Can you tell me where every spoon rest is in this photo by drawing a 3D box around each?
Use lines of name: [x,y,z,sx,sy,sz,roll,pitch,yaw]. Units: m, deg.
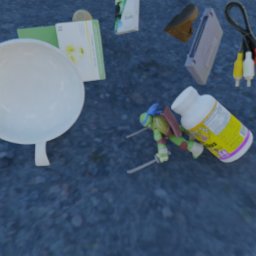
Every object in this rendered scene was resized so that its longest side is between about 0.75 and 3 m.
spoon rest: [-2.920,0.254,9.923,1.122,0.685,2.259,-4,46,-3]

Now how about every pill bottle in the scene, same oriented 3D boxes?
pill bottle: [2.654,-0.146,9.100,2.569,1.339,1.339,41,50,-7]

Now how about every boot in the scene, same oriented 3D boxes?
boot: [2.164,-3.816,10.413,0.982,2.603,0.958,40,92,-10]

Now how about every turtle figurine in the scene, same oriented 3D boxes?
turtle figurine: [1.213,0.408,9.629,2.304,2.376,1.710,17,12,-15]

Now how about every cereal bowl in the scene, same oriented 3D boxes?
cereal bowl: [-2.523,-0.971,7.154,2.650,2.650,1.104,-14,29,-14]

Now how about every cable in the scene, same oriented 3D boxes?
cable: [3.758,-2.672,8.686,1.312,2.702,0.680,-9,13,36]

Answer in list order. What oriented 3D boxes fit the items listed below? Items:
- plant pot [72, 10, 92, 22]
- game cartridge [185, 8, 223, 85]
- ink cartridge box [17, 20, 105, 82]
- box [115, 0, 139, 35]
plant pot: [-2.065,-4.821,12.398,0.890,0.890,0.597,1,4,1]
game cartridge: [2.059,-2.137,7.529,0.327,1.104,1.704,15,78,33]
ink cartridge box: [-2.421,-2.699,10.269,2.920,2.125,0.700,-8,18,-7]
box: [-0.063,-4.572,11.094,1.114,1.543,0.280,6,6,44]
